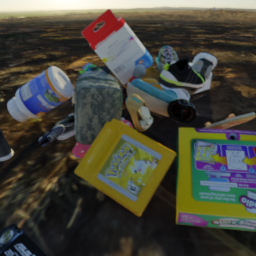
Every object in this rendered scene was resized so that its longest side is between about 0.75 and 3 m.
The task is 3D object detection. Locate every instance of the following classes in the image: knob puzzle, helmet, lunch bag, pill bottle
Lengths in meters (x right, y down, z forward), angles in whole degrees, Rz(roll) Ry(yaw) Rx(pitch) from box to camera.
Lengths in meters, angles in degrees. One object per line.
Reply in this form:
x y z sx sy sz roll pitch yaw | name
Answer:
3.426 -0.253 9.520 2.085 0.289 2.085 -13 -11 -3 | knob puzzle
1.923 -0.602 10.059 0.978 0.978 0.932 -6 21 -12 | helmet
-0.931 -0.676 8.249 1.343 1.928 1.617 -3 29 -13 | lunch bag
-3.476 -1.219 10.970 2.426 1.359 1.359 -30 22 17 | pill bottle

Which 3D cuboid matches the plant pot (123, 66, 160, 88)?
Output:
0.561 -1.845 13.289 1.765 1.645 1.645 -25 34 -15 | plant pot

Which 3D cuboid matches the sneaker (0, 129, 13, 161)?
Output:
-5.011 0.512 8.853 2.409 1.195 0.852 -6 29 -10 | sneaker

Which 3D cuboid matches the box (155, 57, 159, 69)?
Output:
1.858 -2.984 14.496 0.339 1.380 0.568 -21 -7 27 | box

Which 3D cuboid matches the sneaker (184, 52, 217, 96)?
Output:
2.990 -2.222 12.904 1.101 2.979 1.181 25 69 2 | sneaker

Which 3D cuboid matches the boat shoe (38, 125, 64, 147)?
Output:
-2.391 0.273 8.785 0.930 0.347 0.431 -37 19 -4 | boat shoe

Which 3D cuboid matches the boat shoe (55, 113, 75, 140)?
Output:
-2.070 -0.218 10.823 0.705 0.693 1.955 12 29 21 | boat shoe

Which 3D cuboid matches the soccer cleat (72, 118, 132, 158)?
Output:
-0.795 0.491 9.535 2.251 0.861 0.751 -31 46 -19 | soccer cleat

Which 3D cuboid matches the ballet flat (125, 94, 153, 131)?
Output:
0.383 -0.278 7.559 0.524 1.663 0.571 28 77 30 | ballet flat

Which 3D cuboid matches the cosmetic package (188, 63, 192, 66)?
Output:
3.557 -3.386 15.434 0.586 0.201 0.777 -14 30 -38 | cosmetic package

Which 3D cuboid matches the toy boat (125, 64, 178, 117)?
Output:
0.785 -1.614 11.301 2.413 1.334 2.870 17 17 -36 | toy boat

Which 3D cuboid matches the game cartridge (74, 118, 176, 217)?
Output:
-0.093 0.922 7.170 2.043 0.331 1.801 29 80 16 | game cartridge

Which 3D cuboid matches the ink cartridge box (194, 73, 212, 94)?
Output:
3.133 -2.696 15.376 1.660 0.958 2.281 -20 33 -34 | ink cartridge box

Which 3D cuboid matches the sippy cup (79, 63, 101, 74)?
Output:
-1.696 -2.552 12.452 0.885 0.695 0.648 31 13 -37 | sippy cup

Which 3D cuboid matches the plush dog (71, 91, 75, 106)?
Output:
-2.302 -1.330 13.319 0.686 0.641 0.799 5 53 -22 | plush dog

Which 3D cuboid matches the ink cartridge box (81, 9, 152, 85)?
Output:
-0.447 -3.621 12.487 1.718 2.957 0.994 -33 22 21 | ink cartridge box

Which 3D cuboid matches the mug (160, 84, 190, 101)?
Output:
2.106 -1.354 12.489 1.520 1.122 1.333 -29 58 -34 | mug

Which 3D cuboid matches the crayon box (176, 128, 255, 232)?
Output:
2.626 1.220 6.972 2.806 0.818 2.421 3 52 7 | crayon box

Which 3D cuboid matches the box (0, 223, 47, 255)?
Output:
-1.791 2.568 4.836 1.444 1.183 0.622 21 34 36 | box

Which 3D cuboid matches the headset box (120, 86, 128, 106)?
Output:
-0.737 -1.485 11.047 1.278 0.645 1.720 25 3 27 | headset box

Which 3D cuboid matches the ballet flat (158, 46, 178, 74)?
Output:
2.023 -2.410 12.951 1.042 2.898 1.042 -5 52 6 | ballet flat

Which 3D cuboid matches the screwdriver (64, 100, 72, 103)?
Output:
-3.046 -1.299 13.519 1.130 0.158 0.164 2 55 -3 | screwdriver

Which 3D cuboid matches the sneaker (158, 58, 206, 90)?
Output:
1.935 -1.794 9.145 2.174 0.900 0.779 -11 41 -40 | sneaker
